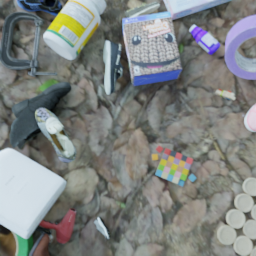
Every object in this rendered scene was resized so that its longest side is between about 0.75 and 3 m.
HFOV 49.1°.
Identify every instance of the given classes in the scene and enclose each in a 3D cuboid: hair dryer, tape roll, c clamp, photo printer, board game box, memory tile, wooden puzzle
[{"bbox_3d":[-2.644,3.518,9.842,1.964,0.534,1.496,-31,110,-8],"label":"hair dryer"},{"bbox_3d":[4.693,-2.916,10.287,2.158,2.158,0.917,18,47,3],"label":"tape roll"},{"bbox_3d":[-4.011,-3.387,11.347,2.428,0.385,2.842,-3,83,6],"label":"c clamp"},{"bbox_3d":[-3.932,2.089,9.665,2.797,0.971,2.327,30,49,5],"label":"photo printer"},{"bbox_3d":[0.885,-3.027,10.888,1.868,1.135,2.343,-10,81,-2],"label":"board game box"},{"bbox_3d":[4.660,3.409,10.239,2.063,0.226,2.691,32,81,5],"label":"memory tile"},{"bbox_3d":[-4.717,4.220,9.896,2.534,0.609,2.534,0,80,0],"label":"tape roll"},{"bbox_3d":[2.639,-6.230,11.722,2.748,0.596,2.735,-19,81,-3],"label":"board game box"},{"bbox_3d":[1.729,1.480,10.617,1.877,0.132,1.113,22,81,4],"label":"wooden puzzle"}]

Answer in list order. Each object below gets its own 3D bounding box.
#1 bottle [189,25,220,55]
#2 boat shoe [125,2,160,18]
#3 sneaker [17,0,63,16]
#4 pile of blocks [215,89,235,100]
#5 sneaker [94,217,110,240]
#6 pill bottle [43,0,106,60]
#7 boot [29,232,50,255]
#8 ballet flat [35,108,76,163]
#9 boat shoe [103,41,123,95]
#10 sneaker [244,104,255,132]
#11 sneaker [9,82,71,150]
[{"bbox_3d":[3.056,-3.592,11.334,1.356,0.443,0.566,45,70,7],"label":"bottle"},{"bbox_3d":[0.583,-4.865,11.531,1.450,0.518,0.433,-26,86,0],"label":"boat shoe"},{"bbox_3d":[-3.660,-5.167,11.451,1.988,0.774,0.697,12,81,2],"label":"sneaker"},{"bbox_3d":[3.779,-1.293,10.747,0.899,0.369,0.279,33,94,47],"label":"pile of blocks"},{"bbox_3d":[-0.936,3.689,10.170,0.342,0.319,0.862,-35,76,4],"label":"sneaker"},{"bbox_3d":[-2.001,-4.075,10.913,1.449,1.449,2.570,32,82,5],"label":"pill bottle"},{"bbox_3d":[-2.058,4.927,9.404,2.646,0.906,2.491,14,94,3],"label":"boot"},{"bbox_3d":[-2.497,0.246,10.085,0.814,0.814,2.262,-28,105,-5],"label":"ballet flat"},{"bbox_3d":[-0.531,-2.338,10.721,0.721,0.904,2.390,4,67,-14],"label":"boat shoe"},{"bbox_3d":[5.661,-0.812,10.402,2.643,1.382,0.995,-30,83,-4],"label":"sneaker"},{"bbox_3d":[-3.260,-0.475,10.628,2.918,0.876,1.522,-26,81,0],"label":"sneaker"}]
